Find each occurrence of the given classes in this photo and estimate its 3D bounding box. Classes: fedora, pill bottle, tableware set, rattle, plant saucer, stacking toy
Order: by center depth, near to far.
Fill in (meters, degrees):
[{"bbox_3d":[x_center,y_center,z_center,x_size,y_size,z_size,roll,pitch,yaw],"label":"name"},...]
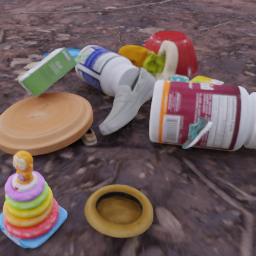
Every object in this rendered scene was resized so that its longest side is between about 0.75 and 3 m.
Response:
[{"bbox_3d":[-1.701,1.100,4.767,1.039,1.791,0.983,26,41,22],"label":"stacking toy"},{"bbox_3d":[-0.175,1.614,5.180,1.250,0.510,1.250,5,34,-3],"label":"fedora"},{"bbox_3d":[2.025,-0.293,6.987,2.822,1.611,1.611,6,35,9],"label":"pill bottle"},{"bbox_3d":[-2.312,-0.282,7.633,2.680,0.433,2.680,-4,36,3],"label":"plant saucer"},{"bbox_3d":[0.782,-1.894,9.174,1.871,1.705,2.619,22,45,-22],"label":"rattle"},{"bbox_3d":[-0.656,-1.882,9.571,1.362,1.362,2.353,-25,42,-32],"label":"pill bottle"},{"bbox_3d":[-3.406,-2.199,11.068,1.876,0.218,1.567,9,35,12],"label":"tableware set"}]

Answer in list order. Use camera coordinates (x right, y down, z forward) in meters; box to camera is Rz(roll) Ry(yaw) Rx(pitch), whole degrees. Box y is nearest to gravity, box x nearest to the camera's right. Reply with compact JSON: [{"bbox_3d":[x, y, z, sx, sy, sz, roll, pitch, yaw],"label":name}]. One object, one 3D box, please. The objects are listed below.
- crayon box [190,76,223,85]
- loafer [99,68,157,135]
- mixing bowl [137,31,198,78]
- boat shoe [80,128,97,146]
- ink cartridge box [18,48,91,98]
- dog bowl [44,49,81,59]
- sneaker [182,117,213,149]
[{"bbox_3d":[2.387,-1.184,9.330,0.950,0.466,1.600,24,41,31],"label":"crayon box"},{"bbox_3d":[-0.063,-0.786,7.988,0.878,0.876,2.512,-21,24,51],"label":"loafer"},{"bbox_3d":[1.633,-3.089,11.357,2.548,1.380,2.548,0,33,0],"label":"mixing bowl"},{"bbox_3d":[-1.198,0.060,7.562,0.419,0.398,1.108,-25,41,-31],"label":"boat shoe"},{"bbox_3d":[-2.164,-1.795,8.174,2.065,0.612,1.072,-42,25,-12],"label":"ink cartridge box"},{"bbox_3d":[-2.599,-2.840,11.621,1.061,0.472,1.903,21,34,26],"label":"dog bowl"},{"bbox_3d":[1.368,0.092,5.799,0.354,0.777,0.301,44,7,8],"label":"sneaker"}]
